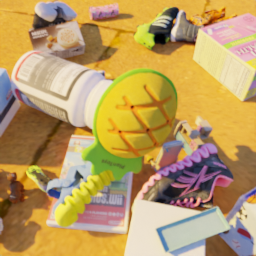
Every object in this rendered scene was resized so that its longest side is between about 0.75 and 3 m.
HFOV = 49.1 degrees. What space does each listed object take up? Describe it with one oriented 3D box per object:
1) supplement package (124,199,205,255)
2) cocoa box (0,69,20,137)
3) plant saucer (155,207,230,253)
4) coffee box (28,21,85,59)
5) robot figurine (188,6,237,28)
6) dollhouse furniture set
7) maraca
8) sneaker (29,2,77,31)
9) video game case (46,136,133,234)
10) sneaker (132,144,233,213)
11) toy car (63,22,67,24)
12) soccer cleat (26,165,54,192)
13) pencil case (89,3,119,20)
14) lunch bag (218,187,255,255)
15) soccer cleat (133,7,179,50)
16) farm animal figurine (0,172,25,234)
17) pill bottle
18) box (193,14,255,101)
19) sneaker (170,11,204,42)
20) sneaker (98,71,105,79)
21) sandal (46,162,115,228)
[{"bbox_3d":[0.572,2.777,5.142,1.392,1.397,2.381,9,50,8],"label":"supplement package"},{"bbox_3d":[-4.393,-0.482,7.853,1.545,1.520,2.316,9,50,7],"label":"cocoa box"},{"bbox_3d":[1.146,1.813,4.991,1.299,0.123,0.454,-13,51,-15],"label":"plant saucer"},{"bbox_3d":[-2.641,-3.163,10.420,1.812,0.722,1.036,-18,83,-15],"label":"coffee box"},{"bbox_3d":[3.505,-4.538,11.938,2.087,0.608,1.513,-21,52,-17],"label":"robot figurine"},{"bbox_3d":[1.168,0.297,7.320,1.411,1.332,0.921,-11,49,-25],"label":"dollhouse furniture set"},{"bbox_3d":[0.049,0.001,5.818,1.756,2.561,1.370,19,18,-24],"label":"maraca"},{"bbox_3d":[-3.109,-4.366,11.417,0.866,1.306,2.295,48,33,2],"label":"sneaker"},{"bbox_3d":[-0.824,1.314,7.178,1.851,0.226,2.589,4,49,3],"label":"video game case"},{"bbox_3d":[1.388,1.471,6.635,2.737,1.081,1.305,-28,66,-20],"label":"sneaker"},{"bbox_3d":[-2.625,-4.446,12.166,0.502,0.340,1.023,45,32,-16],"label":"toy car"},{"bbox_3d":[-2.235,1.319,7.080,0.368,0.476,1.139,-29,35,-33],"label":"soccer cleat"},{"bbox_3d":[-1.081,-5.225,12.575,1.359,0.588,0.562,-11,19,-10],"label":"pencil case"},{"bbox_3d":[3.691,1.962,5.734,2.737,1.695,2.327,-19,51,-33],"label":"lunch bag"},{"bbox_3d":[1.381,-4.049,11.447,1.141,0.951,2.816,42,59,8],"label":"soccer cleat"},{"bbox_3d":[-3.528,1.524,6.476,1.938,1.011,1.917,11,50,9],"label":"farm animal figurine"},{"bbox_3d":[-1.717,-1.042,8.234,2.994,1.705,1.705,23,53,17],"label":"pill bottle"},{"bbox_3d":[4.109,-2.576,9.794,2.375,1.305,2.700,-22,54,-18],"label":"box"},{"bbox_3d":[2.543,-4.155,11.491,1.274,0.670,1.763,7,58,20],"label":"sneaker"},{"bbox_3d":[-1.212,-1.745,9.711,0.853,0.334,0.339,-7,87,15],"label":"sneaker"},{"bbox_3d":[-1.029,1.155,6.619,1.001,0.914,2.299,30,54,29],"label":"sandal"}]
